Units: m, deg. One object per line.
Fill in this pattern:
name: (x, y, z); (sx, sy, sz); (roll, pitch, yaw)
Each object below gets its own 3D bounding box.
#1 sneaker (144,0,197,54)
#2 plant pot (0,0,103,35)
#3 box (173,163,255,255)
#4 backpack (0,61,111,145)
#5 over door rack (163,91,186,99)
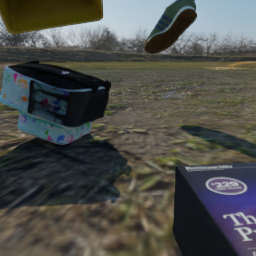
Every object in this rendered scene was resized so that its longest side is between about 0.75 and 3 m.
sneaker: (1.429, -3.569, 9.593); (0.789, 1.057, 2.354); (20, -30, -27)
plant pot: (-1.495, -2.957, 4.805); (1.777, 1.567, 1.777); (-12, -26, -7)
box: (1.516, 0.845, 2.174); (2.032, 0.801, 1.434); (-2, 11, -6)
backpack: (-1.656, -0.648, 6.179); (2.109, 1.588, 1.872); (23, 17, 10)
over door rack: (2.147, -1.537, 12.858); (0.874, 0.291, 0.646); (8, 17, 30)
